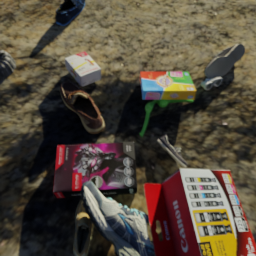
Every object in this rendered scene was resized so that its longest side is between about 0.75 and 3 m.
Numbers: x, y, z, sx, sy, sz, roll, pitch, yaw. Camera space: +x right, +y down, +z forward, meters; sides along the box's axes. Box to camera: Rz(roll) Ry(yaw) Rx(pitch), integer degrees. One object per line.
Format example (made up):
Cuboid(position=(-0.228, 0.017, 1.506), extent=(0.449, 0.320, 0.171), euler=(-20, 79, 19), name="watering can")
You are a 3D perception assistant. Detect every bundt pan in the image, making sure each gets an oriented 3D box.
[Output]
Cuboid(position=(-5.138, -2.518, 10.919), extent=(1.356, 0.509, 1.356), euler=(0, 59, 0), name="bundt pan")

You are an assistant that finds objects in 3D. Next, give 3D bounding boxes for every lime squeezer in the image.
Cuboid(position=(1.170, -0.685, 9.830), extent=(2.453, 0.463, 0.866), euler=(-33, 62, -20), name="lime squeezer")

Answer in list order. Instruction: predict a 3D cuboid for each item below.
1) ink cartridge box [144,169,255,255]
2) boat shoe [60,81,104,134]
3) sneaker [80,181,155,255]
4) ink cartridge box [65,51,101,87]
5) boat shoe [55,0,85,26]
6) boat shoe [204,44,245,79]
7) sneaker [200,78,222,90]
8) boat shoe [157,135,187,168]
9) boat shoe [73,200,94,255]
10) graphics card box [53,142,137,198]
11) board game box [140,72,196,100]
Cuboid(position=(1.790, 2.448, 7.086), extent=(2.299, 1.098, 2.618), euler=(5, 56, -23), name="ink cartridge box")
Cuboid(position=(-1.650, -0.926, 9.696), extent=(0.903, 0.901, 2.502), euler=(-27, 61, -16), name="boat shoe")
Cuboid(position=(-0.168, 2.478, 7.356), extent=(1.223, 1.100, 2.833), euler=(-35, 87, -20), name="sneaker")
Cuboid(position=(-1.705, -2.251, 10.639), extent=(0.901, 0.518, 1.242), euler=(-27, 59, -23), name="ink cartridge box")
Cuboid(position=(-2.524, -5.493, 12.592), extent=(0.916, 0.747, 2.176), euler=(15, 60, 9), name="boat shoe")
Cuboid(position=(3.677, -2.591, 11.031), extent=(2.087, 0.758, 0.655), euler=(-38, 23, -15), name="boat shoe")
Cuboid(position=(3.127, -1.750, 10.549), extent=(0.910, 0.355, 0.452), euler=(-19, 42, -21), name="sneaker")
Cuboid(position=(1.474, 0.715, 8.921), extent=(0.407, 0.471, 1.296), euler=(-42, 62, -4), name="boat shoe")
Cuboid(position=(-1.189, 2.669, 7.656), extent=(0.569, 0.605, 1.589), euler=(2, 59, -6), name="boat shoe")
Cuboid(position=(-0.977, 1.270, 8.526), extent=(2.458, 0.625, 1.542), euler=(-2, 59, -2), name="graphics card box")
Cuboid(position=(1.380, -1.536, 10.109), extent=(1.830, 0.369, 1.400), euler=(-1, 39, -3), name="board game box")
